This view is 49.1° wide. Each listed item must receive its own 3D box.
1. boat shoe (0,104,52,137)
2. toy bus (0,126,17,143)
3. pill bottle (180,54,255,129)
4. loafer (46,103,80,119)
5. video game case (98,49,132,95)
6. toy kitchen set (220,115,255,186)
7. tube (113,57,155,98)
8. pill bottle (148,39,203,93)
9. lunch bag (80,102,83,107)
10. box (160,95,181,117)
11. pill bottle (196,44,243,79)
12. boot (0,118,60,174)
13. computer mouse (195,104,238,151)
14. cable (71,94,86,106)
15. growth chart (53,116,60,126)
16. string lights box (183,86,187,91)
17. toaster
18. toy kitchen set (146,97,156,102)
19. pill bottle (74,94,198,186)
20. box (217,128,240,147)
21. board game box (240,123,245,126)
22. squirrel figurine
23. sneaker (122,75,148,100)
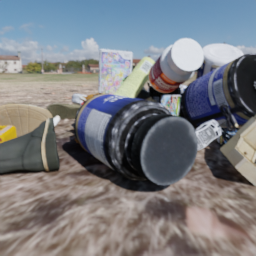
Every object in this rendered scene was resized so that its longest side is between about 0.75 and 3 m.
[{"bbox_3d":[-3.735,-0.198,8.175,2.981,1.072,0.966,-9,18,-12],"label":"boat shoe"},{"bbox_3d":[-3.235,0.340,6.856,0.627,0.521,1.601,-1,11,-9],"label":"toy bus"},{"bbox_3d":[2.603,-0.805,8.090,1.673,1.673,2.991,-6,-7,-25],"label":"pill bottle"},{"bbox_3d":[-2.487,-0.678,11.609,1.717,0.653,0.579,8,9,-7],"label":"loafer"},{"bbox_3d":[-0.670,-2.574,14.788,2.083,2.909,0.262,-8,16,-41],"label":"video game case"},{"bbox_3d":[2.681,0.451,5.274,1.051,1.288,1.162,42,12,-4],"label":"toy kitchen set"},{"bbox_3d":[0.138,-1.689,11.491,2.818,0.731,0.817,-55,21,-19],"label":"tube"},{"bbox_3d":[1.618,-2.123,9.850,1.303,1.303,2.378,-2,-7,-11],"label":"pill bottle"},{"bbox_3d":[-0.739,-0.480,9.668,1.824,0.747,1.606,11,12,-1],"label":"lunch bag"},{"bbox_3d":[1.255,-0.422,8.590,0.656,1.192,0.207,2,-21,26],"label":"box"},{"bbox_3d":[3.018,-1.545,9.762,1.336,2.405,1.336,1,42,-1],"label":"pill bottle"},{"bbox_3d":[-2.369,0.357,6.148,1.564,0.876,2.261,-8,13,-14],"label":"boot"},{"bbox_3d":[1.943,0.051,6.678,1.287,0.705,0.282,-33,13,1],"label":"computer mouse"},{"bbox_3d":[-1.961,-1.196,13.094,1.439,0.498,1.439,14,-3,30],"label":"cable"},{"bbox_3d":[-3.692,-0.172,9.964,2.467,0.219,1.785,-2,14,-14],"label":"growth chart"},{"bbox_3d":[3.047,-1.147,12.083,1.193,0.685,2.322,-1,27,-8],"label":"string lights box"},{"bbox_3d":[1.604,-1.250,12.039,1.399,1.547,0.918,4,17,21],"label":"toaster"},{"bbox_3d":[0.879,-0.576,11.266,0.816,0.904,0.738,-25,-38,37],"label":"toy kitchen set"},{"bbox_3d":[0.032,0.145,5.420,1.466,1.466,2.622,-7,13,-29],"label":"pill bottle"},{"bbox_3d":[3.324,0.353,6.936,1.922,0.442,1.527,1,12,6],"label":"box"},{"bbox_3d":[4.677,-0.244,10.063,1.123,0.347,1.124,-1,12,-2],"label":"board game box"},{"bbox_3d":[-0.959,-0.280,7.474,1.086,1.535,1.433,37,11,-45],"label":"squirrel figurine"},{"bbox_3d":[0.201,-1.849,13.794,1.080,1.534,2.888,-35,13,-15],"label":"sneaker"}]
